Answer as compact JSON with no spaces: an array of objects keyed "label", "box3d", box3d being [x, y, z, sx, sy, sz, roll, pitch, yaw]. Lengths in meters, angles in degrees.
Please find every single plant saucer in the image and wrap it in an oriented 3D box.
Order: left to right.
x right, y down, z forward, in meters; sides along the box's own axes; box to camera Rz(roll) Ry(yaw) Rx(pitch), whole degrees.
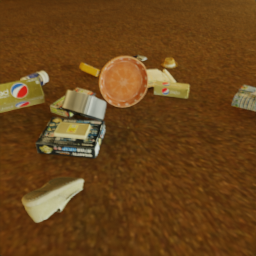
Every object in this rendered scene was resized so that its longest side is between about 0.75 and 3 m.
[{"label":"plant saucer","box3d":[-0.157,-1.609,9.816,1.785,1.785,0.288,-11,24,-15]}]

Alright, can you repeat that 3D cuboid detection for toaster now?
[{"label":"toaster","box3d":[-1.453,-0.702,8.977,1.072,0.704,1.186,15,0,28]}]

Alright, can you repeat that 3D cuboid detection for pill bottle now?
[{"label":"pill bottle","box3d":[-3.732,-1.879,11.206,0.584,0.584,1.009,21,41,27]}]

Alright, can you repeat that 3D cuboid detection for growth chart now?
[{"label":"growth chart","box3d":[0.747,-2.089,11.829,2.402,0.213,1.738,-2,36,-3]}]

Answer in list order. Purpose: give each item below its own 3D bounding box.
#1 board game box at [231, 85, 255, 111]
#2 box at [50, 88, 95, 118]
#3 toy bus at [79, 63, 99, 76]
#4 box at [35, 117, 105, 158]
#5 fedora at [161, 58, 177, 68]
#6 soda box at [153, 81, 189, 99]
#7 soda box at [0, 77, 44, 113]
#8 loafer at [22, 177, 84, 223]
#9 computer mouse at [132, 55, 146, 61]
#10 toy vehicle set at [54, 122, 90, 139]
[{"label":"board game box","box3d":[4.469,-0.960,9.489,1.486,0.459,1.487,17,28,28]},{"label":"box","box3d":[-1.963,-0.932,10.108,0.846,0.267,1.537,17,39,23]},{"label":"toy bus","box3d":[-1.709,-2.544,12.201,0.923,0.301,0.361,26,16,13]},{"label":"box","box3d":[-1.662,0.255,8.341,1.728,0.397,1.373,4,35,6]},{"label":"fedora","box3d":[1.940,-3.067,13.104,0.824,0.336,0.824,0,35,0]},{"label":"soda box","box3d":[1.666,-1.476,10.781,1.306,0.418,0.442,9,36,13]},{"label":"soda box","box3d":[-4.077,-1.059,9.623,2.207,0.707,0.748,-17,80,-17]},{"label":"loafer","box3d":[-1.591,1.512,6.123,0.652,0.588,1.722,1,8,28]},{"label":"computer mouse","box3d":[0.586,-3.419,13.760,0.433,0.173,0.789,-18,33,-32]},{"label":"toy vehicle set","box3d":[-1.614,0.073,8.131,0.926,0.123,0.575,5,36,7]}]
